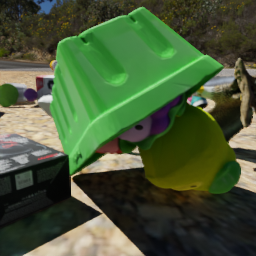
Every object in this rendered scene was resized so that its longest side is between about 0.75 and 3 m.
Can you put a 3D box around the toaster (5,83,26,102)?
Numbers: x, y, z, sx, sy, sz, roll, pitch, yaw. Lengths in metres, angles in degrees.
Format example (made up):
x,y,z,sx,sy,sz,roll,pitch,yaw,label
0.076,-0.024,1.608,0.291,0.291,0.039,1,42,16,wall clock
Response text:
x,y,z,sx,sy,sz,roll,pitch,yaw,label
-5.139,-1.595,12.733,0.969,0.853,1.501,-2,14,-18,toaster

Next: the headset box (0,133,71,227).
x,y,z,sx,sy,sz,roll,pitch,yaw,label
-2.019,0.674,4.282,1.931,0.724,1.435,13,20,41,headset box

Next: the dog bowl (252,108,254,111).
x,y,z,sx,sy,sz,roll,pitch,yaw,label
6.011,-1.105,11.040,2.615,0.767,2.615,0,14,0,dog bowl

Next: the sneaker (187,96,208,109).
x,y,z,sx,sy,sz,roll,pitch,yaw,label
2.129,-0.979,9.411,0.608,0.878,1.455,-2,-13,-16,sneaker

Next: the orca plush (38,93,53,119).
x,y,z,sx,sy,sz,roll,pitch,yaw,label
-1.128,-0.499,7.119,2.526,1.329,0.898,11,47,39,orca plush

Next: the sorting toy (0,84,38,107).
x,y,z,sx,sy,sz,roll,pitch,yaw,label
-5.246,-1.292,12.055,2.862,0.992,0.986,-2,-9,-1,sorting toy

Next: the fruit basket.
x,y,z,sx,sy,sz,roll,pitch,yaw,label
0.265,0.127,4.196,2.156,2.989,2.989,-32,28,-23,fruit basket

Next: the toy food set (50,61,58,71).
x,y,z,sx,sy,sz,roll,pitch,yaw,label
-2.293,-2.000,12.808,2.776,1.325,1.249,32,-5,-34,toy food set

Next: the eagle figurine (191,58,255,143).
x,y,z,sx,sy,sz,roll,pitch,yaw,label
1.976,-0.584,5.924,1.540,1.531,2.029,-45,-5,-17,eagle figurine

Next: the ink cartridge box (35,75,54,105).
x,y,z,sx,sy,sz,roll,pitch,yaw,label
-2.986,-1.576,11.889,1.685,1.228,0.698,6,16,20,ink cartridge box
